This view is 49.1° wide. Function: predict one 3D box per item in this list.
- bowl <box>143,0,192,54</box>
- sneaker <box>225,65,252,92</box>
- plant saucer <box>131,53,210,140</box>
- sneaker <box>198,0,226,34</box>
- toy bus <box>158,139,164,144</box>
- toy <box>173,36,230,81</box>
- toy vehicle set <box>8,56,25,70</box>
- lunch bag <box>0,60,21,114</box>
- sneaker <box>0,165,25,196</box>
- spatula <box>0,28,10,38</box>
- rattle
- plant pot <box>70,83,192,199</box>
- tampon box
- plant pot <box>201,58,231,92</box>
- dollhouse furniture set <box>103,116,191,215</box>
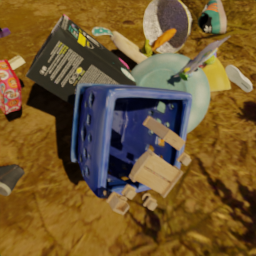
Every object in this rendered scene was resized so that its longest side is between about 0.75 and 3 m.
[{"bbox_3d":[1.798,-4.249,11.507,2.242,2.242,1.052,33,42,29],"label":"bowl"},{"bbox_3d":[4.214,-1.878,10.704,1.271,0.464,0.450,50,30,4],"label":"sneaker"},{"bbox_3d":[1.135,-1.108,9.138,2.968,0.571,2.968,-2,83,16],"label":"plant saucer"},{"bbox_3d":[2.989,-4.133,10.316,0.870,0.777,2.178,-2,42,7],"label":"sneaker"},{"bbox_3d":[0.628,-0.313,11.446,0.914,0.760,2.334,-28,51,-24],"label":"toy bus"},{"bbox_3d":[2.242,-1.973,8.336,1.739,0.411,1.001,-40,15,-13],"label":"toy"},{"bbox_3d":[-4.592,-2.108,10.263,1.622,0.215,1.008,-36,30,-11],"label":"toy vehicle set"},{"bbox_3d":[-4.140,-1.410,9.334,0.669,1.634,1.439,-24,69,-33],"label":"lunch bag"},{"bbox_3d":[-4.567,1.585,9.634,1.862,0.696,0.989,21,42,10],"label":"sneaker"},{"bbox_3d":[-4.324,-3.300,9.479,0.477,0.173,1.688,-24,15,-11],"label":"spatula"},{"bbox_3d":[0.114,-3.945,11.531,2.852,2.037,1.856,44,37,12],"label":"rattle"},{"bbox_3d":[-0.133,0.057,7.292,2.521,2.522,2.267,-3,18,-35],"label":"plant pot"},{"bbox_3d":[-1.459,-1.915,9.181,2.842,1.794,2.130,33,20,-26],"label":"tampon box"},{"bbox_3d":[2.940,-2.014,10.694,1.756,1.246,1.756,-7,7,1],"label":"plant pot"},{"bbox_3d":[0.361,0.817,5.442,1.760,0.912,0.779,-54,32,3],"label":"dollhouse furniture set"}]
